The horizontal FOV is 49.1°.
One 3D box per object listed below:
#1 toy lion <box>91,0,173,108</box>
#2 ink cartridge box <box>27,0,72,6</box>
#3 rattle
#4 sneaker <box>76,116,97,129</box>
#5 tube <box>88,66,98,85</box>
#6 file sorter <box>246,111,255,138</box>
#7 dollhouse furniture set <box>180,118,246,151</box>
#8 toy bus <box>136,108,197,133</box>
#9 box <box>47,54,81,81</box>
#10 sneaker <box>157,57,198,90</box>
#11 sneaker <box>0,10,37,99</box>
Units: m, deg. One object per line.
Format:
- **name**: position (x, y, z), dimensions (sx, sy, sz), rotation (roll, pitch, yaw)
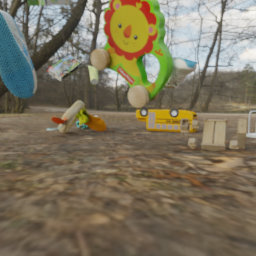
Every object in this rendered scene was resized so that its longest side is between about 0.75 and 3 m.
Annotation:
- **toy lion**: position (0.223, -2.265, 7.783), dimensions (0.898, 2.616, 2.508), rotation (-31, -17, -49)
- **ink cartridge box**: position (-1.919, -3.269, 6.815), dimensions (1.031, 0.535, 0.306), rotation (-20, 28, -35)
- **rattle**: position (-2.218, -0.054, 12.452), dimensions (1.759, 1.930, 2.701), rotation (-39, 7, 6)
- **sneaker**: position (-2.193, -0.192, 15.236), dimensions (0.914, 0.777, 2.004), rotation (-21, 11, -29)
- **tube**: position (-1.534, -2.391, 12.416), dimensions (0.321, 0.359, 1.238), rotation (-26, 41, 13)
- **file sorter**: position (5.695, -0.120, 10.822), dimensions (1.225, 1.099, 1.765), rotation (-1, 4, -17)
- **dollhouse furniture set**: position (2.473, 0.313, 8.274), dimensions (1.838, 0.953, 0.814), rotation (3, -34, 21)
- **toy bus**: position (1.880, -0.414, 13.992), dimensions (2.942, 1.152, 0.958), rotation (2, 7, 26)
- **box**: position (-2.706, -2.576, 11.895), dimensions (0.759, 0.239, 1.379), rotation (33, 50, 7)
- **sneaker**: position (1.400, -1.552, 8.166), dimensions (0.741, 0.782, 1.936), rotation (12, -2, -13)
- **sneaker**: position (-2.883, -1.876, 7.188), dimensions (0.864, 2.259, 0.912), rotation (-14, 15, 7)
